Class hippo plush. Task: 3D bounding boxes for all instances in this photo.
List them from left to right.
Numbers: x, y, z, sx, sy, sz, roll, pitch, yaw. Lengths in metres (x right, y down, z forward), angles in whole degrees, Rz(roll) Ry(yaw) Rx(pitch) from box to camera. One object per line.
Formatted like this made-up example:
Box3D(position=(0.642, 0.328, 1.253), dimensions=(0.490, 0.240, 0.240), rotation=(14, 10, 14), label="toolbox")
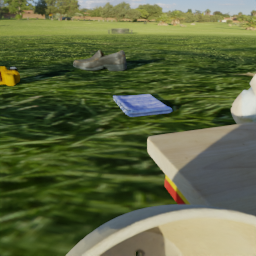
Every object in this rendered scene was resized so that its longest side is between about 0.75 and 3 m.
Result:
Box3D(position=(3.947, -0.534, 6.550), dimensions=(2.158, 2.137, 2.683), rotation=(43, 62, 17), label="hippo plush")

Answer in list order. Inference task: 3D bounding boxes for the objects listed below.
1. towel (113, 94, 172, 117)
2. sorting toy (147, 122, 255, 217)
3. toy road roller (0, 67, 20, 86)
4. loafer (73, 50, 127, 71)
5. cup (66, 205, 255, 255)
Box3D(position=(0.394, -0.779, 8.757), dimensions=(1.381, 0.227, 1.907), rotation=(-6, 22, -16), label="towel")
Box3D(position=(1.922, 0.871, 3.719), dimensions=(2.635, 0.917, 2.620), rotation=(-7, 23, -16), label="sorting toy")
Box3D(position=(-4.987, -2.067, 11.436), dimensions=(1.077, 0.662, 0.786), rotation=(-7, 34, -17), label="toy road roller")
Box3D(position=(-1.472, -3.538, 14.560), dimensions=(2.792, 1.009, 1.016), rotation=(-1, 23, 1), label="loafer")
Box3D(position=(0.202, 1.333, 1.867), dimensions=(1.833, 1.833, 1.311), rotation=(-5, -3, -11), label="cup")
